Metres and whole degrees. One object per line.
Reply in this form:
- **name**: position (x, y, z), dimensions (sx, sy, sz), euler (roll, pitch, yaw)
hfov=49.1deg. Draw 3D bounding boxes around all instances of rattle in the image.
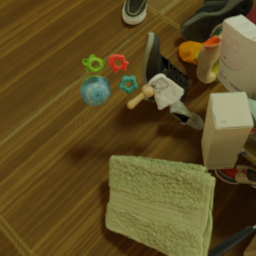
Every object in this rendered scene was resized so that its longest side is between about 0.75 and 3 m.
- **rattle**: position (2.124, -2.538, 8.153), dimensions (1.814, 2.786, 1.990), euler (-42, 68, 25)

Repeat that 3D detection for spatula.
- **spatula**: position (2.846, 2.097, 5.867), dimensions (2.874, 0.812, 0.295), euler (-22, 64, -5)

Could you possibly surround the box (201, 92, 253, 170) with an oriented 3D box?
- **box**: position (2.096, 0.160, 6.201), dimensions (0.717, 2.098, 0.862), euler (-3, 61, 7)

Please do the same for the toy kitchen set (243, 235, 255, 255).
- **toy kitchen set**: position (4.589, 2.155, 5.760), dimensions (2.414, 2.670, 2.959), euler (37, 68, 20)

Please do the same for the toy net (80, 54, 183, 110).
- **toy net**: position (0.120, -1.042, 6.399), dimensions (2.375, 1.246, 0.459), euler (0, 24, -14)

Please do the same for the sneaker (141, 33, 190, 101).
- **sneaker**: position (1.046, -1.554, 7.463), dimensions (1.283, 2.416, 0.903), euler (6, 65, 8)

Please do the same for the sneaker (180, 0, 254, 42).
- **sneaker**: position (2.888, -4.143, 10.107), dimensions (2.761, 1.056, 1.582), euler (-32, 48, -2)

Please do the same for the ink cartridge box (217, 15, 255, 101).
- **ink cartridge box**: position (2.907, -1.223, 6.406), dimensions (0.640, 1.823, 2.243), euler (-19, 51, -3)

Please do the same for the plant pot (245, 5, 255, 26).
- **plant pot**: position (4.707, -3.619, 9.557), dimensions (1.589, 1.422, 1.589), euler (0, 63, 0)

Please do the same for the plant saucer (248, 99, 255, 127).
- **plant saucer**: position (3.392, 0.419, 6.312), dimensions (0.531, 2.759, 2.759), euler (-28, 62, 19)

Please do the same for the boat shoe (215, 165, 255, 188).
- **boat shoe**: position (3.154, 1.276, 7.528), dimensions (1.535, 0.480, 0.546), euler (16, 65, 10)

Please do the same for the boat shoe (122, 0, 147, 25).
- **boat shoe**: position (0.354, -5.027, 10.634), dimensions (0.892, 0.803, 2.522), euler (12, 63, 6)

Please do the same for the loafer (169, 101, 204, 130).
- **loafer**: position (1.645, -0.265, 7.941), dimensions (1.302, 0.455, 0.454), euler (33, 59, -23)

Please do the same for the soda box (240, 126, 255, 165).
- **soda box**: position (3.266, 0.476, 7.083), dimensions (0.618, 1.930, 0.654), euler (-29, 103, 4)

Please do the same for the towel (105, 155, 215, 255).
- **towel**: position (0.537, 1.635, 6.065), dimensions (2.716, 0.495, 2.015), euler (6, 94, 41)
